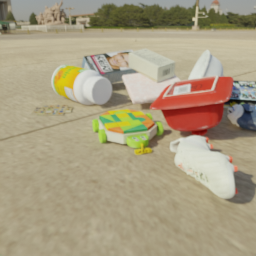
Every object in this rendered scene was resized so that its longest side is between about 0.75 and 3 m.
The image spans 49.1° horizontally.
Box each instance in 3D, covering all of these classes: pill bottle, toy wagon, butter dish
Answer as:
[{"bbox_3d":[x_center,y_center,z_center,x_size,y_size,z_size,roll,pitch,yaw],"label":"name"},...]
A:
[{"bbox_3d":[-1.954,-1.797,11.912,2.634,1.463,1.463,21,30,41],"label":"pill bottle"},{"bbox_3d":[0.057,0.041,8.658,2.001,0.510,2.579,-7,23,-17],"label":"toy wagon"},{"bbox_3d":[2.055,-0.520,8.522,2.221,1.646,2.227,-4,25,25],"label":"butter dish"}]

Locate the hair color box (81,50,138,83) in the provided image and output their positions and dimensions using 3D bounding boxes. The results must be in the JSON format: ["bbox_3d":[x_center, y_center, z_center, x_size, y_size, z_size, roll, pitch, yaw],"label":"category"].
[{"bbox_3d":[-0.778,-3.050,14.136,2.774,0.841,1.373,-16,62,-28],"label":"hair color box"}]

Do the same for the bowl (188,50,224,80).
[{"bbox_3d":[2.942,-1.598,10.656,1.087,2.419,2.419,23,23,-1],"label":"bowl"}]

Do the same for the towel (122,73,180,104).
[{"bbox_3d":[1.085,-1.765,11.878,2.371,0.382,2.264,-10,37,-10],"label":"towel"}]

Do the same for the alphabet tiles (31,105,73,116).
[{"bbox_3d":[-2.989,-0.705,11.134,1.503,0.048,1.251,-2,22,-4],"label":"alphabet tiles"}]

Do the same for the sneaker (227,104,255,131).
[{"bbox_3d":[4.314,-0.590,9.738,1.508,0.829,2.059,23,37,32],"label":"sneaker"}]

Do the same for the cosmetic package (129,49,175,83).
[{"bbox_3d":[1.008,-2.788,12.344,1.030,0.727,1.990,-23,41,-28],"label":"cosmetic package"}]

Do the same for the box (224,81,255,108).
[{"bbox_3d":[4.521,-1.443,11.871,2.484,0.495,1.701,4,36,10],"label":"box"}]

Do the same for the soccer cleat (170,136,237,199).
[{"bbox_3d":[1.616,0.839,6.324,1.023,0.914,2.638,-6,15,-1],"label":"soccer cleat"}]
